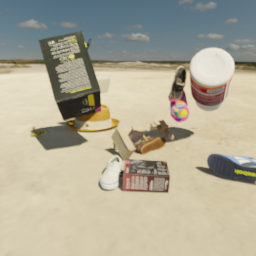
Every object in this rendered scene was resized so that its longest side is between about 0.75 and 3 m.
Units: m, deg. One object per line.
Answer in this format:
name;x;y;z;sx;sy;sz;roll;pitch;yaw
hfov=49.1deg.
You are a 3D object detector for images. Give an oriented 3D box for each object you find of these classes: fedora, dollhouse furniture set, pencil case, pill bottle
fedora;-1.851;-0.644;14.736;2.839;1.158;2.839;-1;16;0
dollhouse furniture set;0.552;0.566;11.116;2.387;1.237;1.057;-11;59;-35
pencil case;1.941;-0.896;10.854;0.760;0.760;1.720;1;30;4
pill bottle;3.149;-1.692;10.747;1.503;1.503;2.744;4;-17;15

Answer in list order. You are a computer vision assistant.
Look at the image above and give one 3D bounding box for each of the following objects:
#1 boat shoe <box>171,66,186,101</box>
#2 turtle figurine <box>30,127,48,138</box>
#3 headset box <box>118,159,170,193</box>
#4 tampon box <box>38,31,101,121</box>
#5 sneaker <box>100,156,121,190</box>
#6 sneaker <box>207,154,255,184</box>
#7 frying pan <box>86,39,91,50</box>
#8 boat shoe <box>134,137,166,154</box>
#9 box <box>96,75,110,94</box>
boat shoe;1.794;-1.540;9.828;0.435;1.209;0.392;8;16;-8
turtle figurine;-4.317;0.226;13.255;0.901;0.290;0.727;12;25;10
headset box;0.459;1.416;8.444;1.483;0.573;1.104;2;16;1
tampon box;-2.011;-1.820;10.122;1.554;2.461;1.845;-16;-16;-9
sneaker;-0.542;1.350;8.740;0.603;0.585;1.652;1;16;3
sneaker;3.531;1.259;8.901;2.006;0.742;0.825;15;20;21
frying pan;-1.981;-3.048;11.767;0.841;1.391;0.226;0;21;-9
boat shoe;0.899;0.643;11.346;1.474;0.519;0.518;-13;23;-38
box;-1.597;-1.865;12.254;0.616;0.740;1.801;25;25;28
